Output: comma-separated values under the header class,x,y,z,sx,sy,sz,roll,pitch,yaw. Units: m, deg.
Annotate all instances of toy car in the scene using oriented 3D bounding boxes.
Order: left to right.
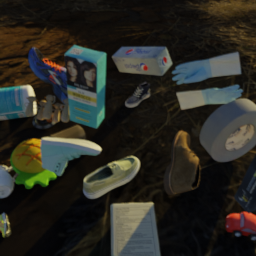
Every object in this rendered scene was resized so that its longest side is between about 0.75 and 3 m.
class,x,y,z,sx,sy,sz,roll,pitch,yaw
toy car,4.980,3.136,9.099,2.655,0.629,2.821,-33,51,-31

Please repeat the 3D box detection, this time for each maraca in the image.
class,x,y,z,sx,sy,sz,roll,pitch,yaw
maraca,-3.567,1.339,10.630,1.664,1.299,2.428,-6,39,-19

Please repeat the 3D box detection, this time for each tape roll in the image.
class,x,y,z,sx,sy,sz,roll,pitch,yaw
tape roll,4.139,0.143,11.010,2.578,2.578,0.852,-15,44,-17

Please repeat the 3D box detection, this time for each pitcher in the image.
class,x,y,z,sx,sy,sz,roll,pitch,yaw
pitcher,-4.576,1.918,10.428,1.195,0.845,1.393,-11,31,-26

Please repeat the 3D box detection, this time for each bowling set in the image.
class,x,y,z,sx,sy,sz,roll,pitch,yaw
bowling set,-3.159,-0.756,11.107,1.777,1.236,0.954,11,82,-18

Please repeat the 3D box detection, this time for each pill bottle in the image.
class,x,y,z,sx,sy,sz,roll,pitch,yaw
pill bottle,-5.870,-1.132,13.302,2.688,1.489,1.489,-8,42,-10

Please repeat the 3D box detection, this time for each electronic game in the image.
class,x,y,z,sx,sy,sz,roll,pitch,yaw
electronic game,-3.977,-0.337,13.344,1.127,0.234,1.127,1,45,-1

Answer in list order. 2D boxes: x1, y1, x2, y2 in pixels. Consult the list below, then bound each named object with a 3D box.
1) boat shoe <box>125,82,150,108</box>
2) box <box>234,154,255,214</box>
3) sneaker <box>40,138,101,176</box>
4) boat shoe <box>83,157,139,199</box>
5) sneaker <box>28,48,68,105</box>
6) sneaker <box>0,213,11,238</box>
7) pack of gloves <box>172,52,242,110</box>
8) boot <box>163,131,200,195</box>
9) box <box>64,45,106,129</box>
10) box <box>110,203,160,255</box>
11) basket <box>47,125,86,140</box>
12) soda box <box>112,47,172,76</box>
class,x,y,z,sx,sy,sz,roll,pitch,yaw
boat shoe,0.490,-1.760,14.531,0.648,0.805,1.736,29,49,29
box,4.419,1.025,7.926,2.241,2.841,0.725,-18,47,-20
sneaker,-1.227,0.649,5.986,1.299,0.766,0.478,6,9,6
boat shoe,-0.560,1.741,10.561,2.550,0.791,0.918,-31,50,-30
sneaker,-2.790,-2.117,10.948,1.027,2.618,0.986,-33,27,19
sneaker,-4.147,3.265,9.215,0.419,0.362,0.927,-23,40,-15
pack of gloves,2.898,-1.519,10.330,2.447,2.055,0.483,-7,39,23
boot,1.750,0.959,8.338,0.902,0.880,2.390,-13,34,29
box,-1.467,-1.341,9.841,1.171,2.845,0.699,17,45,11
box,0.198,3.730,8.019,1.414,1.158,2.979,-1,41,-1
basket,-2.566,0.495,11.897,1.360,0.925,1.226,-29,19,-35
soda box,0.531,-2.798,11.622,2.489,0.850,0.789,15,56,43
